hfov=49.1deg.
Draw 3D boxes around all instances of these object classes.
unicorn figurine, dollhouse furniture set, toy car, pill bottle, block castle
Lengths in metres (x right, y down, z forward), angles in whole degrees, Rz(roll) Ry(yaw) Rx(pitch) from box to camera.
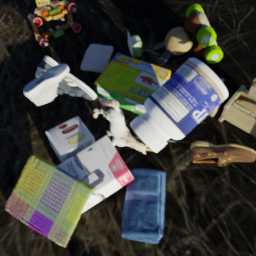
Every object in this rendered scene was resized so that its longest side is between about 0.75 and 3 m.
[{"bbox_3d":[-0.314,0.109,9.773,1.693,2.466,0.911,-1,35,45],"label":"unicorn figurine"},{"bbox_3d":[4.270,-1.354,10.188,2.870,2.538,1.596,34,61,22],"label":"dollhouse furniture set"},{"bbox_3d":[2.504,-3.803,12.744,2.707,2.135,2.223,-24,49,19],"label":"toy car"},{"bbox_3d":[1.545,-0.647,9.067,2.912,1.743,1.743,-43,61,8],"label":"pill bottle"},{"bbox_3d":[-3.453,-5.011,13.427,2.287,1.528,1.073,-33,55,-21],"label":"block castle"}]

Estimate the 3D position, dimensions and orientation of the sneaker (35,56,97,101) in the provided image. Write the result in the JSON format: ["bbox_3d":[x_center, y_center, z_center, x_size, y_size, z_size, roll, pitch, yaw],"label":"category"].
[{"bbox_3d":[-2.196,-1.496,9.838,2.212,0.868,0.878,36,85,-11],"label":"sneaker"}]

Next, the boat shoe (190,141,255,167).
[{"bbox_3d":[3.238,1.001,9.658,2.191,0.789,0.740,5,60,11],"label":"boat shoe"}]

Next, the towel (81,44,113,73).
[{"bbox_3d":[-1.407,-3.235,12.897,1.168,0.304,1.762,8,55,6],"label":"towel"}]

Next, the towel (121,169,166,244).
[{"bbox_3d":[0.505,2.356,8.791,1.260,0.548,2.257,5,55,5],"label":"towel"}]

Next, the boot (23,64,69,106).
[{"bbox_3d":[-2.361,-1.291,8.566,1.549,0.740,0.570,-30,52,2],"label":"boot"}]

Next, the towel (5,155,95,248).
[{"bbox_3d":[-2.466,2.102,8.516,2.702,0.308,1.940,21,79,26],"label":"towel"}]

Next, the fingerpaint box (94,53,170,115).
[{"bbox_3d":[0.191,-1.784,11.494,2.469,0.906,2.060,22,58,14],"label":"fingerpaint box"}]

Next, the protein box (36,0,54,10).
[{"bbox_3d":[-4.434,-6.862,15.001,0.712,1.048,1.056,0,55,0],"label":"protein box"}]

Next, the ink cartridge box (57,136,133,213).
[{"bbox_3d":[-1.126,1.488,8.944,2.076,0.875,1.503,-32,60,-5],"label":"ink cartridge box"}]

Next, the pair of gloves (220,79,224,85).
[{"bbox_3d":[2.986,-1.527,11.181,1.783,0.203,1.433,-8,25,35],"label":"pair of gloves"}]

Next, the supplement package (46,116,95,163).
[{"bbox_3d":[-1.957,0.500,9.747,1.258,0.925,1.203,-29,57,-20],"label":"supplement package"}]

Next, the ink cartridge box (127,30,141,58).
[{"bbox_3d":[0.273,-3.979,13.100,0.422,0.824,1.114,-11,55,-8],"label":"ink cartridge box"}]
